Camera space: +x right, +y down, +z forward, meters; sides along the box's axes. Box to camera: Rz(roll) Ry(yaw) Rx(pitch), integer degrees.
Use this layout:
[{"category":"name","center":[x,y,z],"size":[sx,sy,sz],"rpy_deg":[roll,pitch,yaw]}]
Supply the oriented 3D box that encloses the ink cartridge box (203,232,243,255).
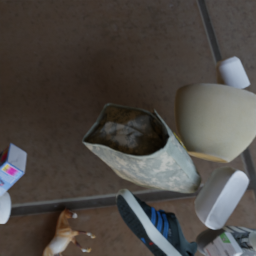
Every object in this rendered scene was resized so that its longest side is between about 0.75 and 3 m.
[{"category":"ink cartridge box","center":[2.536,3.297,7.532],"size":[0.820,0.346,0.599],"rpy_deg":[-49,46,25]}]

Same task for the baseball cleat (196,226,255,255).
[{"category":"baseball cleat","center":[3.147,3.062,7.645],"size":[2.818,1.500,0.983],"rpy_deg":[-11,57,23]}]

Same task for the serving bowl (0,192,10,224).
[{"category":"serving bowl","center":[-3.873,2.403,8.427],"size":[0.307,0.933,0.933],"rpy_deg":[11,59,-43]}]

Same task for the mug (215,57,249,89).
[{"category":"mug","center":[3.114,-1.672,8.751],"size":[0.926,1.157,0.950],"rpy_deg":[-22,101,-13]}]

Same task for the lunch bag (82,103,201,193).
[{"category":"lunch bag","center":[0.566,0.665,7.999],"size":[2.897,2.376,1.703],"rpy_deg":[13,64,42]}]

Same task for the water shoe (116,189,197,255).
[{"category":"water shoe","center":[0.742,2.611,7.626],"size":[1.045,0.947,2.648],"rpy_deg":[-36,84,-36]}]

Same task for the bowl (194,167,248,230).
[{"category":"bowl","center":[2.508,1.859,7.680],"size":[0.636,1.705,1.702],"rpy_deg":[31,88,41]}]

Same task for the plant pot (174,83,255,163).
[{"category":"plant pot","center":[2.644,0.027,8.725],"size":[2.780,2.780,1.866],"rpy_deg":[15,81,6]}]

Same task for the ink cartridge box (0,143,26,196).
[{"category":"ink cartridge box","center":[-3.826,1.428,8.249],"size":[1.689,0.645,1.152],"rpy_deg":[-45,28,7]}]

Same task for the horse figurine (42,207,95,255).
[{"category":"horse figurine","center":[-2.201,4.121,9.483],"size":[1.619,0.610,2.442],"rpy_deg":[24,74,20]}]
